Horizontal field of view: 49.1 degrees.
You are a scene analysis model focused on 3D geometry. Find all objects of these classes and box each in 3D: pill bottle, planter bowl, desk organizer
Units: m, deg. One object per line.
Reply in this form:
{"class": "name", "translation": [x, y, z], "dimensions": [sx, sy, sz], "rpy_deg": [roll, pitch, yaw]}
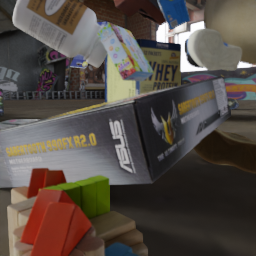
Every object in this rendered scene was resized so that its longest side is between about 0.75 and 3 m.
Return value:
{"class": "pill bottle", "translation": [-1.625, -2.726, 7.534], "dimensions": [2.457, 1.405, 1.405], "rpy_deg": [28, -1, -16]}
{"class": "planter bowl", "translation": [3.268, -2.476, 6.047], "dimensions": [2.641, 2.641, 1.778], "rpy_deg": [-3, 35, -26]}
{"class": "desk organizer", "translation": [0.429, -3.785, 8.642], "dimensions": [0.794, 0.740, 2.062], "rpy_deg": [-26, -19, 29]}

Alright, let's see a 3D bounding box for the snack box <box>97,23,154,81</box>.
{"class": "snack box", "translation": [-0.033, -1.808, 6.854], "dimensions": [0.447, 1.320, 1.113], "rpy_deg": [-30, -7, 27]}

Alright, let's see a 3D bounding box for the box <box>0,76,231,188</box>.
{"class": "box", "translation": [-0.062, -0.040, 3.209], "dimensions": [1.884, 0.575, 2.379], "rpy_deg": [-9, 8, 34]}

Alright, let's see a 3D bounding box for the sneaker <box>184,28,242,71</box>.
{"class": "sneaker", "translation": [1.390, -1.517, 5.448], "dimensions": [1.006, 0.694, 1.808], "rpy_deg": [23, 19, 39]}

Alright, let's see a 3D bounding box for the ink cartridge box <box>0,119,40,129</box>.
{"class": "ink cartridge box", "translation": [-2.119, 0.029, 6.126], "dimensions": [1.334, 0.335, 1.537], "rpy_deg": [-2, 7, -4]}

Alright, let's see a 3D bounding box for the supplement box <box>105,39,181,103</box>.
{"class": "supplement box", "translation": [0.522, -1.973, 11.731], "dimensions": [1.954, 2.910, 2.907], "rpy_deg": [-4, 8, -30]}

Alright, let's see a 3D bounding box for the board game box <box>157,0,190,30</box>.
{"class": "board game box", "translation": [0.677, -3.553, 6.307], "dimensions": [0.540, 1.891, 1.931], "rpy_deg": [-22, -18, 15]}

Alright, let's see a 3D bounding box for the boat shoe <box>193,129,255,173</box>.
{"class": "boat shoe", "translation": [1.380, 0.294, 3.717], "dimensions": [0.403, 0.445, 1.249], "rpy_deg": [2, 14, -34]}

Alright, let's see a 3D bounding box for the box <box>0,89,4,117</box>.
{"class": "box", "translation": [-5.638, -0.916, 10.460], "dimensions": [1.371, 1.148, 1.846], "rpy_deg": [-1, 8, -7]}

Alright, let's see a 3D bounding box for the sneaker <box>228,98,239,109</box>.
{"class": "sneaker", "translation": [5.707, -1.435, 16.982], "dimensions": [0.884, 0.799, 2.074], "rpy_deg": [7, 7, -45]}

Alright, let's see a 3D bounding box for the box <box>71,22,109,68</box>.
{"class": "box", "translation": [-1.364, -2.967, 10.209], "dimensions": [1.129, 1.864, 0.302], "rpy_deg": [19, -9, 47]}

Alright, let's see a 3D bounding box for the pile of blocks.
{"class": "pile of blocks", "translation": [-0.204, 0.499, 1.271], "dimensions": [0.751, 0.568, 1.829], "rpy_deg": [-2, 8, -18]}
